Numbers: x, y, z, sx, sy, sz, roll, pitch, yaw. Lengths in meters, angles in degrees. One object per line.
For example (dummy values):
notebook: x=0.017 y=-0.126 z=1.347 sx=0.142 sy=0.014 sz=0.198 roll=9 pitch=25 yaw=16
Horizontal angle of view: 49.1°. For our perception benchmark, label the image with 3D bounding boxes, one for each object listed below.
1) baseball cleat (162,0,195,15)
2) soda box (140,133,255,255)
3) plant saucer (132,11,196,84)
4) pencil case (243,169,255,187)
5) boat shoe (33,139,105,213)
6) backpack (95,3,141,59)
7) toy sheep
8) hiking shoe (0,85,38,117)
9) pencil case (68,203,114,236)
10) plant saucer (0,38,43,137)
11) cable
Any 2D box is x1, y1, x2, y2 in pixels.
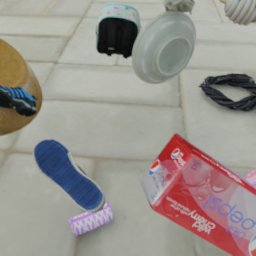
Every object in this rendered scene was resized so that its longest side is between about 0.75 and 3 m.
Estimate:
baseball cleat: x=1.108 y=-3.229 z=6.528 sx=0.746 sy=1.139 sz=2.140 roll=-16 pitch=10 yaw=13
soda box: x=1.280 y=1.013 z=3.388 sx=2.230 sy=0.781 sz=0.707 roll=32 pitch=12 yaw=-15
plant saucer: x=1.018 y=-1.859 z=6.966 sx=1.916 sy=1.916 sz=0.481 roll=-20 pitch=45 yaw=-20
pencil case: x=2.039 y=0.881 z=4.276 sx=1.115 sy=0.487 sz=0.487 roll=-39 pitch=46 yaw=10
boat shoe: x=-0.919 y=0.762 z=4.251 sx=0.526 sy=0.527 sz=1.455 roll=-39 pitch=64 yaw=-16
backpack: x=-0.256 y=-2.779 z=7.810 sx=1.256 sy=1.428 sz=1.095 roll=9 pitch=69 yaw=0
toy sheep: x=2.146 y=-2.270 z=5.307 sx=0.886 sy=0.611 sz=0.611 roll=27 pitch=47 yaw=1
hiking shoe: x=-1.580 y=-0.432 z=3.789 sx=0.286 sy=0.768 sz=0.333 roll=-23 pitch=54 yaw=24
pencil case: x=-0.782 y=1.982 z=6.115 sx=0.978 sy=0.418 sz=0.410 roll=-21 pitch=45 yaw=-20
plant saucer: x=-2.449 y=-0.915 z=4.145 sx=2.517 sy=0.446 sz=2.517 roll=24 pitch=35 yaw=-18
cable: x=3.474 y=-1.216 z=9.549 sx=2.144 sy=0.545 sz=1.750 roll=5 pitch=48 yaw=2
